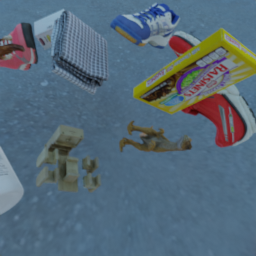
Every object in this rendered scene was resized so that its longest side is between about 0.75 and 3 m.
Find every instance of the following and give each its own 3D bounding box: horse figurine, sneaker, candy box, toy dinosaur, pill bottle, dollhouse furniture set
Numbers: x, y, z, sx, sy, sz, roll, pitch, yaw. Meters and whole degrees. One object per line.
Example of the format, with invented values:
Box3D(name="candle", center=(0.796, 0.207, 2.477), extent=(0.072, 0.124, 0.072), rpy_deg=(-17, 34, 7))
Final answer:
Box3D(name="horse figurine", center=(-3.471, -1.294, 6.380), extent=(2.537, 0.633, 1.681), rpy_deg=(-24, 21, 34))
Box3D(name="sneaker", center=(0.561, -3.147, 8.219), extent=(1.075, 1.259, 2.856), rpy_deg=(43, 30, 14))
Box3D(name="candy box", center=(1.193, -0.897, 5.251), extent=(1.130, 2.212, 0.292), rpy_deg=(18, 62, -31))
Box3D(name="toy dinosaur", center=(0.389, 0.246, 5.349), extent=(1.098, 0.625, 2.068), rpy_deg=(14, 3, -23))
Box3D(name="pill bottle", center=(-3.130, 0.698, 5.583), extent=(1.242, 1.242, 2.172), rpy_deg=(-27, 69, -27))
Box3D(name="dollhouse furniture set", center=(-1.276, 0.722, 5.628), extent=(1.105, 0.838, 1.261), rpy_deg=(14, 49, -32))
Box3D(name="sneaker", center=(-3.430, -2.209, 8.233), extent=(1.202, 1.022, 2.772), rpy_deg=(-12, 1, -27))
Box3D(name="sneaker", center=(1.614, -0.863, 6.238), extent=(1.237, 1.122, 2.913), rpy_deg=(-34, 77, 15))

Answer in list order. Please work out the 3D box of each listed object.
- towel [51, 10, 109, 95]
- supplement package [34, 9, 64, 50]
Box3D(name="towel", center=(-1.398, -2.253, 8.289), extent=(0.879, 1.702, 2.055), rpy_deg=(-27, 52, 32))
Box3D(name="supplement package", center=(-2.634, -3.491, 9.967), extent=(1.192, 0.661, 0.928), rpy_deg=(-22, 51, 6))
